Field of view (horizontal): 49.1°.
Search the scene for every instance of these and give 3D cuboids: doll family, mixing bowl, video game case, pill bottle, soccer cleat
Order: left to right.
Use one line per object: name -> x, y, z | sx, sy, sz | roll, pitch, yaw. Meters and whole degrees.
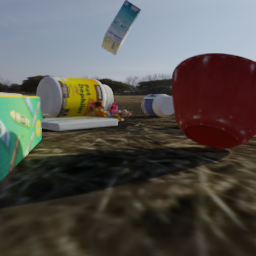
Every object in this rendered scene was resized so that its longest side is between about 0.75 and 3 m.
video game case -> -1.448, -0.132, 7.372 | 1.760, 0.201, 1.602 | -7, 9, -42
pill bottle -> -1.968, -1.172, 10.917 | 1.537, 1.537, 2.813 | 5, 9, 43
soccer cleat -> -1.226, -0.977, 13.580 | 0.770, 0.623, 1.783 | 3, 7, 32
doll family -> -0.612, -0.394, 8.795 | 1.377, 0.621, 0.855 | 17, -6, -16
pill bottle -> 1.289, -0.950, 11.744 | 0.934, 0.934, 1.613 | -2, 7, -21
mixing bowl -> 1.246, -0.227, 3.910 | 1.521, 0.824, 1.521 | 18, -19, 6

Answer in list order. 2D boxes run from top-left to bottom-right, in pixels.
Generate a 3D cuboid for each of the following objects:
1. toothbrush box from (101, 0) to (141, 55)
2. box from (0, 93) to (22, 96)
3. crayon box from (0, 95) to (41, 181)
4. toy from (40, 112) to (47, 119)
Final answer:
toothbrush box -> -0.281, -3.590, 10.156 | 0.663, 1.554, 1.138 | 29, -9, -8
box -> -5.015, -0.811, 10.271 | 1.145, 0.953, 2.787 | 1, 6, 6
crayon box -> -1.978, -0.010, 3.291 | 1.524, 0.748, 2.566 | -1, 6, -10
toy -> -3.167, -0.287, 8.040 | 1.568, 0.370, 0.903 | 1, 3, 23
